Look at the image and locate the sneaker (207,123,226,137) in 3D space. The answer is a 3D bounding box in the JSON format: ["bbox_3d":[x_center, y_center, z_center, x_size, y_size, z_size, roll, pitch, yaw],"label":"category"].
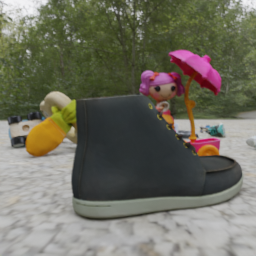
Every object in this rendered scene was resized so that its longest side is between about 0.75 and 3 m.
[{"bbox_3d":[4.317,0.184,13.747,0.835,0.710,1.830,-15,-6,17],"label":"sneaker"}]

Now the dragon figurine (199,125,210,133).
[{"bbox_3d":[4.768,0.066,16.304,1.498,0.441,0.745,-4,5,-41],"label":"dragon figurine"}]

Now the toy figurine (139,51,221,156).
[{"bbox_3d":[0.905,-0.324,5.680,2.597,2.390,1.949,-1,3,-2],"label":"toy figurine"}]

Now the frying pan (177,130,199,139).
[{"bbox_3d":[2.430,0.293,13.478,1.453,0.391,2.401,-1,6,-19],"label":"frying pan"}]

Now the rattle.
[{"bbox_3d":[-2.661,0.015,8.951,2.916,2.083,1.898,15,-27,42],"label":"rattle"}]

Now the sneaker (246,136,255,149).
[{"bbox_3d":[4.076,0.509,8.731,0.457,0.395,1.054,-10,11,-28],"label":"sneaker"}]

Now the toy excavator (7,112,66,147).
[{"bbox_3d":[-3.243,0.167,10.230,1.946,0.999,2.001,-12,-11,-14],"label":"toy excavator"}]

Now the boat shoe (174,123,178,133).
[{"bbox_3d":[1.977,0.207,11.998,0.373,0.331,1.014,7,39,25],"label":"boat shoe"}]

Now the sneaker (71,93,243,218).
[{"bbox_3d":[0.576,0.258,3.748,2.668,1.417,0.998,-2,4,-31],"label":"sneaker"}]
